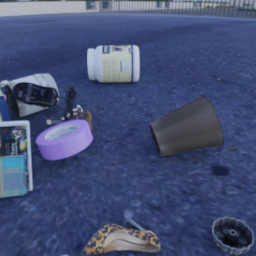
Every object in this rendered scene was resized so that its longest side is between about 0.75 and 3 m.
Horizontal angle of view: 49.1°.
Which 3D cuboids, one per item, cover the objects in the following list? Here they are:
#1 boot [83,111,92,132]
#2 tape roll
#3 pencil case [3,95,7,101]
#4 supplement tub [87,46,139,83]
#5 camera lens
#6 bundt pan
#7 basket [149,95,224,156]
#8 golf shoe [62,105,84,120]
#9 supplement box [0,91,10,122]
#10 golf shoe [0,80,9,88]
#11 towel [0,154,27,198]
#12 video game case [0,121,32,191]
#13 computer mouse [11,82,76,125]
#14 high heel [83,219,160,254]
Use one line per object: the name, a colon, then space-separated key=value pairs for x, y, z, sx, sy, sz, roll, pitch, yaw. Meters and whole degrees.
boot: x=-1.633 y=-0.269 z=10.832 sx=0.385 sy=0.375 sz=1.019 roll=7 pitch=49 yaw=-23
tape roll: x=-2.069 y=0.357 z=9.146 sx=1.727 sy=0.566 sz=1.727 roll=-14 pitch=22 yaw=6
pencil case: x=-5.932 y=-1.448 z=13.398 sx=0.850 sy=0.372 sz=0.372 roll=-4 pitch=29 yaw=-7
supplement tub: x=-0.799 y=-3.519 z=15.510 sx=2.731 sy=1.980 sz=1.980 roll=-1 pitch=28 yaw=-2
camera lens: x=-4.152 y=-1.427 z=12.037 sx=1.908 sy=1.526 sz=1.526 roll=-24 pitch=37 yaw=-31
bundt pan: x=2.303 y=2.441 z=6.242 sx=0.904 sy=0.339 sz=0.904 roll=0 pitch=29 yaw=0
basket: x=1.829 y=0.080 z=9.226 sx=2.013 sy=1.815 sz=1.369 roll=-20 pitch=-15 yaw=-1
golf shoe: x=-2.367 y=-0.505 z=11.319 sx=1.124 sy=0.495 sz=0.434 roll=-25 pitch=12 yaw=-10
supplement box: x=-5.850 y=-0.513 z=9.632 sx=2.888 sy=1.939 sz=2.885 roll=-17 pitch=41 yaw=-28
golf shoe: x=-6.825 y=-2.293 z=15.092 sx=0.861 sy=0.333 sz=0.379 roll=-22 pitch=52 yaw=-27
towel: x=-3.445 y=1.301 z=7.188 sx=1.563 sy=1.146 sz=0.170 roll=-4 pitch=15 yaw=-21
video game case: x=-3.475 y=0.825 z=7.281 sx=1.788 sy=1.967 sz=0.230 roll=-3 pitch=14 yaw=-22
computer mouse: x=-3.122 y=-0.839 z=10.437 sx=2.305 sy=0.530 sz=1.618 roll=3 pitch=68 yaw=-18
high heel: x=-0.096 y=2.483 z=5.910 sx=1.504 sy=0.537 sz=1.072 roll=-12 pitch=23 yaw=-39
